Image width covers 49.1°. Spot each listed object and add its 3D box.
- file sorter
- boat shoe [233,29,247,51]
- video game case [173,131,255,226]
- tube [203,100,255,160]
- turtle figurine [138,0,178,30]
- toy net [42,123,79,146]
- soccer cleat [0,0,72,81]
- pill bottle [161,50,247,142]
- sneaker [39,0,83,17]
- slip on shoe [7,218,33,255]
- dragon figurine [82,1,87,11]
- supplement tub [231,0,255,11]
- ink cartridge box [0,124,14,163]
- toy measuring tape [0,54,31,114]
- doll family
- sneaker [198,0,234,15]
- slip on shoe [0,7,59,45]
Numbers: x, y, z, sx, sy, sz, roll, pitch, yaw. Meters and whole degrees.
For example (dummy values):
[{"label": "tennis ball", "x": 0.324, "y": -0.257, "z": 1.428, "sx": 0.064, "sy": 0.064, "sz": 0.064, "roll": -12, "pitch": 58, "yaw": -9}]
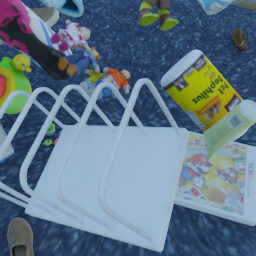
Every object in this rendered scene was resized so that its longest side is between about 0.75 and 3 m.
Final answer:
[{"label": "file sorter", "x": -0.698, "y": 0.387, "z": 3.930, "sx": 2.458, "sy": 1.531, "sz": 1.706, "roll": 1, "pitch": 58, "yaw": 33}, {"label": "boat shoe", "x": 4.257, "y": -3.320, "z": 10.620, "sx": 0.385, "sy": 0.386, "sz": 1.096, "roll": 29, "pitch": 49, "yaw": -26}, {"label": "video game case", "x": 2.037, "y": 1.095, "z": 7.057, "sx": 2.346, "sy": 0.268, "sz": 2.135, "roll": 14, "pitch": 52, "yaw": 11}, {"label": "tube", "x": 1.637, "y": 0.036, "z": 4.696, "sx": 0.371, "sy": 1.428, "sz": 0.414, "roll": 40, "pitch": 60, "yaw": 7}, {"label": "turtle figurine", "x": 0.527, "y": -3.492, "z": 6.653, "sx": 0.822, "sy": 2.551, "sz": 2.057, "roll": -6, "pitch": 86, "yaw": 40}, {"label": "toy net", "x": -1.761, "y": 0.110, "z": 7.874, "sx": 1.271, "sy": 0.245, "sz": 0.667, "roll": -9, "pitch": 51, "yaw": -8}, {"label": "soccer cleat", "x": -2.182, "y": -2.082, "z": 6.250, "sx": 0.870, "sy": 2.491, "sz": 1.076, "roll": -35, "pitch": 32, "yaw": 15}, {"label": "pill bottle", "x": 1.539, "y": -0.567, "z": 5.450, "sx": 1.773, "sy": 0.969, "sz": 0.969, "roll": 46, "pitch": 58, "yaw": -7}, {"label": "sneaker", "x": -2.217, "y": -3.844, "z": 7.871, "sx": 2.447, "sy": 0.904, "sz": 1.003, "roll": 1, "pitch": 54, "yaw": -46}, {"label": "slip on shoe", "x": -2.269, "y": 2.462, "z": 5.858, "sx": 0.506, "sy": 0.404, "sz": 1.332, "roll": -14, "pitch": 52, "yaw": -11}, {"label": "dragon figurine", "x": -2.106, "y": -5.191, "z": 12.081, "sx": 0.236, "sy": 0.400, "sz": 0.804, "roll": 33, "pitch": 59, "yaw": 24}, {"label": "supplement tub", "x": 3.663, "y": -3.999, "z": 7.247, "sx": 2.551, "sy": 1.855, "sz": 1.855, "roll": 15, "pitch": 51, "yaw": -4}, {"label": "ink cartridge box", "x": -4.578, "y": -0.098, "z": 6.982, "sx": 1.906, "sy": 1.873, "sz": 2.589, "roll": -38, "pitch": 60, "yaw": -26}, {"label": "toy measuring tape", "x": -2.598, "y": -0.335, "z": 5.490, "sx": 0.907, "sy": 0.907, "sz": 2.466, "roll": 43, "pitch": 101, "yaw": 29}, {"label": "doll family", "x": -0.605, "y": -0.962, "z": 4.413, "sx": 1.447, "sy": 0.652, "sz": 0.898, "roll": 47, "pitch": 37, "yaw": -2}, {"label": "sneaker", "x": 1.886, "y": -2.956, "z": 5.810, "sx": 0.947, "sy": 1.000, "sz": 2.475, "roll": 50, "pitch": 29, "yaw": -3}, {"label": "slip on shoe", "x": -2.835, "y": -2.578, "z": 6.789, "sx": 2.273, "sy": 0.689, "sz": 0.864, "roll": -19, "pitch": 47, "yaw": -3}]
